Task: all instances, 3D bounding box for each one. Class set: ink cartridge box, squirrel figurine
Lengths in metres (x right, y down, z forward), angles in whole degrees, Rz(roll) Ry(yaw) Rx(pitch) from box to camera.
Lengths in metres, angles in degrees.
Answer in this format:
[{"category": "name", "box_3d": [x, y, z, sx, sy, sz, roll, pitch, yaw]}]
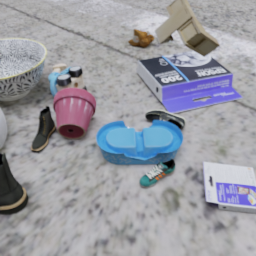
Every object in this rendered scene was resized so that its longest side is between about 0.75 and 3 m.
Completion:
[{"category": "ink cartridge box", "box_3d": [2.396, 1.377, 6.616, 1.246, 0.270, 1.235, 7, 41, 5]}, {"category": "squirrel figurine", "box_3d": [0.686, -4.093, 12.811, 1.029, 0.728, 0.961, 33, 38, 14]}, {"category": "ink cartridge box", "box_3d": [2.146, -1.794, 10.062, 2.872, 0.629, 2.899, -13, 44, -16]}]

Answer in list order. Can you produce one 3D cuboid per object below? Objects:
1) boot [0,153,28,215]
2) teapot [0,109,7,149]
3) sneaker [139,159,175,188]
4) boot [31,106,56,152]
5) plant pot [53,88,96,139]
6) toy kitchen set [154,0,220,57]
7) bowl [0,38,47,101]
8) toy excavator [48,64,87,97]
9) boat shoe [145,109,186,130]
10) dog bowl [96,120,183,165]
[{"category": "boot", "box_3d": [-3.436, 1.139, 5.914, 2.254, 1.559, 0.873, -7, 41, -7]}, {"category": "teapot", "box_3d": [-4.595, -0.251, 7.171, 2.779, 2.030, 2.743, -1, 41, -2]}, {"category": "sneaker", "box_3d": [0.718, 1.069, 6.865, 1.059, 0.423, 0.378, -25, 46, -26]}, {"category": "boot", "box_3d": [-2.437, 0.021, 7.793, 0.452, 0.807, 1.167, 6, 42, 7]}, {"category": "plant pot", "box_3d": [-1.562, -0.342, 8.032, 1.239, 1.239, 1.109, 0, 56, -1]}, {"category": "toy kitchen set", "box_3d": [1.020, -1.709, 5.061, 0.784, 0.709, 0.869, 7, 58, -48]}, {"category": "bowl", "box_3d": [-4.107, -1.806, 9.485, 2.917, 1.369, 2.917, 0, 40, 0]}, {"category": "toy excavator", "box_3d": [-2.323, -1.725, 9.849, 1.936, 0.967, 1.882, 12, 40, 27]}, {"category": "boat shoe", "box_3d": [1.077, -0.233, 8.360, 1.250, 0.449, 0.423, 16, 39, 15]}, {"category": "dog bowl", "box_3d": [0.296, 0.414, 7.525, 2.281, 0.566, 1.272, 0, 41, -1]}]
